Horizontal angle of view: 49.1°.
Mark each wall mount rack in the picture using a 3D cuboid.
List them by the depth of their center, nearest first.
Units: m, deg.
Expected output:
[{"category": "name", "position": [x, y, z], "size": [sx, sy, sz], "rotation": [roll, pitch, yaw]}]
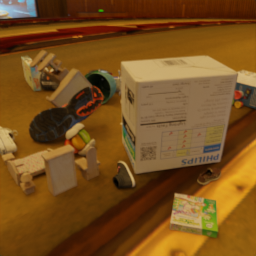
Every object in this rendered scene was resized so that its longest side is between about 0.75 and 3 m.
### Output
[{"category": "wall mount rack", "position": [-0.876, -2.310, 13.873], "size": [1.644, 1.428, 0.613], "rotation": [2, 37, 4]}]

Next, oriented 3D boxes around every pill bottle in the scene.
[{"category": "pill bottle", "position": [-3.643, -2.462, 14.711], "size": [1.788, 0.950, 0.950], "rotation": [4, 28, 7]}]

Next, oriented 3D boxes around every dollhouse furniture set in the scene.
[{"category": "dollhouse furniture set", "position": [-2.394, 0.718, 8.341], "size": [2.132, 1.221, 2.500], "rotation": [-20, 34, -33]}, {"category": "dollhouse furniture set", "position": [-3.127, -1.870, 12.524], "size": [2.571, 2.253, 1.708], "rotation": [28, 76, 43]}]

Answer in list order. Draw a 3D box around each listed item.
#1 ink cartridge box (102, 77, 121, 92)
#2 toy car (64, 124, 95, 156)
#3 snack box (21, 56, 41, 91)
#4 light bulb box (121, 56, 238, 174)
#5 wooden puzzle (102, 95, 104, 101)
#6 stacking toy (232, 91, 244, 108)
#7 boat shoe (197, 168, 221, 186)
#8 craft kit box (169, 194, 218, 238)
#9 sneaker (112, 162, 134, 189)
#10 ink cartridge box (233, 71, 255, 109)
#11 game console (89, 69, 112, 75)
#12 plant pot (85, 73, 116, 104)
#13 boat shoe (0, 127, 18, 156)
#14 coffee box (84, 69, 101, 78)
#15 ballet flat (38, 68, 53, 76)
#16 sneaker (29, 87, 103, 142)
[{"category": "ink cartridge box", "position": [-0.410, -2.329, 14.916], "size": [2.327, 0.514, 1.094], "rotation": [1, 27, 2]}, {"category": "toy car", "position": [-1.703, 0.470, 9.350], "size": [0.821, 0.959, 1.095], "rotation": [-32, 10, 22]}, {"category": "snack box", "position": [-5.318, -3.004, 15.304], "size": [0.430, 1.346, 2.316], "rotation": [-15, 31, -25]}, {"category": "light bulb box", "position": [1.362, -0.452, 8.620], "size": [2.930, 2.956, 1.844], "rotation": [-6, 30, -12]}, {"category": "wooden puzzle", "position": [-1.641, -1.406, 13.119], "size": [0.897, 0.208, 0.831], "rotation": [26, 37, -1]}, {"category": "stacking toy", "position": [4.968, -1.335, 12.871], "size": [0.326, 0.772, 0.699], "rotation": [-10, 18, -34]}, {"category": "boat shoe", "position": [2.387, 1.341, 8.086], "size": [0.936, 0.346, 0.346], "rotation": [-22, 35, -36]}, {"category": "craft kit box", "position": [1.597, 2.092, 6.787], "size": [1.070, 0.260, 1.057], "rotation": [6, 31, 12]}, {"category": "sneaker", "position": [-0.247, 1.334, 8.043], "size": [0.522, 0.372, 1.053], "rotation": [-6, 33, -22]}, {"category": "ink cartridge box", "position": [5.795, -1.887, 13.415], "size": [1.978, 1.107, 2.899], "rotation": [-22, 37, -36]}, {"category": "game console", "position": [-1.729, -3.408, 17.341], "size": [1.061, 0.186, 1.200], "rotation": [-22, 35, -35]}, {"category": "plant pot", "position": [-1.221, -1.967, 13.334], "size": [1.467, 1.467, 1.177], "rotation": [11, 23, 20]}, {"category": "boat shoe", "position": [-4.213, 0.324, 9.722], "size": [0.739, 0.640, 1.733], "rotation": [-17, 34, -29]}, {"category": "coffee box", "position": [-2.071, -2.367, 14.227], "size": [1.545, 0.340, 0.950], "rotation": [-32, 1, 42]}, {"category": "ballet flat", "position": [-4.590, -3.076, 16.179], "size": [2.100, 0.753, 0.753], "rotation": [12, 30, 20]}, {"category": "sneaker", "position": [-2.212, -0.370, 10.294], "size": [2.970, 1.119, 1.165], "rotation": [-29, -6, -7]}]
